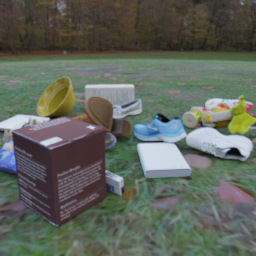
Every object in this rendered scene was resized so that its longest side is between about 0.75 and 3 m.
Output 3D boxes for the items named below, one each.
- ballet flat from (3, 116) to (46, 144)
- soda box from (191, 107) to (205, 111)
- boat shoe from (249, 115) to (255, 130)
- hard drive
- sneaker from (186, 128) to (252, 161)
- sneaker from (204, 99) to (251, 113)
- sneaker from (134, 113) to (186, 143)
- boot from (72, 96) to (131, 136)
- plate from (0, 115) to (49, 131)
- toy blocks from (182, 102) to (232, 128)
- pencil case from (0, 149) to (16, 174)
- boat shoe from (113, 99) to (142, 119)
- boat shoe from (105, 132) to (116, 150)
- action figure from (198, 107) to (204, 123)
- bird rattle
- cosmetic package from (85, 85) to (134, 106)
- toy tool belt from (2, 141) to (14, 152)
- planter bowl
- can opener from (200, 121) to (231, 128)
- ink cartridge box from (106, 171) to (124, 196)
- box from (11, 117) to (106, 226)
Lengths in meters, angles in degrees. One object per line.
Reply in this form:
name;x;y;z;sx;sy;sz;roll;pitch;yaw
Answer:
ballet flat;-4.190;-0.009;11.855;0.810;0.800;2.379;21;35;22
soda box;4.078;-1.025;16.150;0.841;0.267;0.288;0;18;-3
boat shoe;6.294;-0.273;13.387;1.361;0.618;0.482;-2;19;-6
hard drive;1.176;1.085;9.917;1.467;0.292;2.224;-2;18;-4
sneaker;3.318;0.628;10.427;2.419;0.901;1.054;8;25;23
sneaker;5.345;-1.201;14.865;2.464;0.868;1.152;4;-11;-8
sneaker;1.263;-0.080;11.690;2.545;1.145;0.998;0;15;44
boot;-1.538;-0.347;11.585;2.319;1.105;2.998;4;-22;32
plate;-5.065;-0.143;13.453;1.891;0.306;1.887;7;22;16
toy blocks;3.979;-0.746;13.714;1.836;0.800;2.203;0;20;43
pencil case;-3.592;1.182;9.044;1.720;0.671;0.747;11;32;28
boat shoe;-0.309;-1.047;15.386;2.473;0.793;0.911;-12;22;-30
boat shoe;-1.677;0.362;10.796;2.374;0.859;0.858;-1;47;7
action figure;3.812;-0.773;14.803;0.446;0.676;1.366;-8;14;15
bird rattle;4.106;-0.568;11.443;2.048;1.415;2.512;-8;6;19
cosmetic package;-1.079;-1.770;16.510;2.835;1.491;1.008;0;17;-3
toy tool belt;-4.207;0.821;10.411;0.631;0.641;1.026;28;21;-2
planter bowl;-3.712;-1.445;15.323;2.573;2.573;1.072;23;-13;49
can opener;4.390;-0.288;13.640;1.743;0.552;0.685;-7;62;-3
ink cartridge box;-0.600;1.519;8.118;1.080;0.537;0.212;18;39;32
box;-1.753;1.006;7.356;1.712;2.086;1.730;16;24;38
